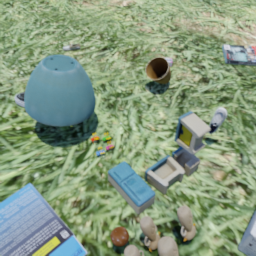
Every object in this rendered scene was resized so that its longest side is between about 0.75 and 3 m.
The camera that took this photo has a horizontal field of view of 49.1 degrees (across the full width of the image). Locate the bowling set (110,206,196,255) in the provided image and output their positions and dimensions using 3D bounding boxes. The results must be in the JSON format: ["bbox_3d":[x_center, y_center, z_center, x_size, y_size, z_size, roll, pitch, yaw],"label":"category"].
[{"bbox_3d":[0.547,3.068,7.085,1.784,1.376,2.564,11,45,37],"label":"bowling set"}]

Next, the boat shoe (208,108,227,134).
[{"bbox_3d":[2.967,-0.205,9.437,0.406,1.128,0.386,32,55,11],"label":"boat shoe"}]

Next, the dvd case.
[{"bbox_3d":[6.006,-3.710,14.267,2.198,0.242,1.605,5,46,4],"label":"dvd case"}]

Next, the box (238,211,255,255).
[{"bbox_3d":[4.080,2.779,7.234,1.702,1.118,1.711,28,52,25],"label":"box"}]

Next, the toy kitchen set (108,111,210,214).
[{"bbox_3d":[0.854,0.819,8.462,2.657,2.128,1.565,-30,53,-26],"label":"toy kitchen set"}]

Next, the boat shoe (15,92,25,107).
[{"bbox_3d":[-3.518,-1.306,11.478,2.401,0.820,0.887,8,46,8],"label":"boat shoe"}]

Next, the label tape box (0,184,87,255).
[{"bbox_3d":[-2.575,3.000,7.216,1.917,0.885,2.676,-35,57,-29],"label":"label tape box"}]

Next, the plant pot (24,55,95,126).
[{"bbox_3d":[-2.321,-1.478,9.563,2.472,1.665,2.472,6,41,-5],"label":"plant pot"}]

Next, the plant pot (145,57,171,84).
[{"bbox_3d":[1.434,-2.358,12.190,1.041,1.118,1.041,-7,73,24],"label":"plant pot"}]

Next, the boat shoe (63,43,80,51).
[{"bbox_3d":[-2.991,-4.283,14.772,0.923,0.316,0.345,-10,46,-10],"label":"boat shoe"}]

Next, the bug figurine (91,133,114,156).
[{"bbox_3d":[-0.919,0.584,9.949,0.774,0.257,0.998,-15,49,-13],"label":"bug figurine"}]

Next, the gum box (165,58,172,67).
[{"bbox_3d":[1.794,-3.242,13.782,0.795,0.263,0.451,2,45,2],"label":"gum box"}]
